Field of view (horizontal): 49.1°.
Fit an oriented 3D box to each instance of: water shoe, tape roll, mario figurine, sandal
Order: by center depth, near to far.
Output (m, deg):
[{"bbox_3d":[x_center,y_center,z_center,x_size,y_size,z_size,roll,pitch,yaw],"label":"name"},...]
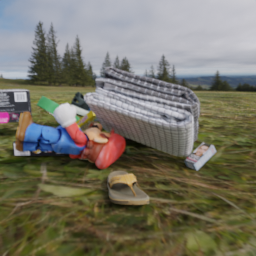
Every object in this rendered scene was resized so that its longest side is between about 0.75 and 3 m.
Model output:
[{"bbox_3d":[-0.083,1.133,5.778,0.708,0.476,1.764,-2,11,-12],"label":"sandal"},{"bbox_3d":[-1.413,0.173,7.412,2.789,1.478,1.722,12,1,-18],"label":"mario figurine"},{"bbox_3d":[-3.082,-0.669,12.608,2.076,0.499,2.076,31,-6,4],"label":"tape roll"},{"bbox_3d":[-1.217,-0.883,12.652,2.933,1.157,1.049,15,-3,7],"label":"water shoe"}]

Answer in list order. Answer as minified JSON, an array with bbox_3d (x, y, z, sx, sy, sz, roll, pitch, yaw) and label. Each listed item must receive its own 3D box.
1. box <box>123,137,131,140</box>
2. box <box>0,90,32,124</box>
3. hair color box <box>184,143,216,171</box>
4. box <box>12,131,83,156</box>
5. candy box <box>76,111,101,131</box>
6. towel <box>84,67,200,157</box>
[{"bbox_3d":[0.695,0.228,10.160,2.264,0.409,1.619,9,7,22],"label":"box"},{"bbox_3d":[-4.959,-0.828,11.023,1.941,1.282,1.113,-7,7,-36],"label":"box"},{"bbox_3d":[1.920,0.758,7.471,0.789,0.239,0.390,-39,26,-18],"label":"hair color box"},{"bbox_3d":[-2.436,0.477,9.345,1.986,0.497,2.000,1,10,5],"label":"box"},{"bbox_3d":[-1.402,-0.311,11.275,1.198,0.310,2.344,-9,-11,-34],"label":"candy box"},{"bbox_3d":[0.487,-0.368,7.500,2.785,1.192,2.306,18,-17,18],"label":"towel"}]
